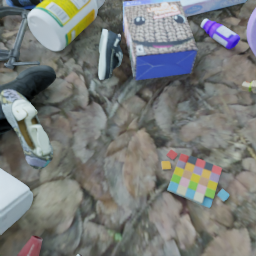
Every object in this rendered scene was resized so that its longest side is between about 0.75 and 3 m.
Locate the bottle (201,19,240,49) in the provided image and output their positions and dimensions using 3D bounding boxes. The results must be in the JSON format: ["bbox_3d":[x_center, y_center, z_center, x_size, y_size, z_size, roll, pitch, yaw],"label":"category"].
[{"bbox_3d":[3.103,-3.238,9.544,0.566,0.443,1.356,-34,66,-31],"label":"bottle"}]

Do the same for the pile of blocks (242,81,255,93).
[{"bbox_3d":[3.795,-1.246,8.239,0.899,0.369,0.279,12,66,54],"label":"pile of blocks"}]

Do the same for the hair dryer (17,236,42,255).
[{"bbox_3d":[-2.691,2.940,5.863,1.964,0.534,1.496,-26,93,-17],"label":"hair dryer"}]

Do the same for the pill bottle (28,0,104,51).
[{"bbox_3d":[-1.949,-3.888,9.333,1.449,1.449,2.570,30,65,15],"label":"pill bottle"}]

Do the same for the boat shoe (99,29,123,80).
[{"bbox_3d":[-0.502,-2.290,8.580,0.721,0.904,2.390,9,48,-12],"label":"boat shoe"}]

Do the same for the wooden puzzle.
[{"bbox_3d":[1.709,1.312,7.230,1.877,0.132,1.113,21,63,11],"label":"wooden puzzle"}]

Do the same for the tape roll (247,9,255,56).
[{"bbox_3d":[4.728,-2.920,8.323,2.158,2.158,0.917,16,29,9],"label":"tape roll"}]

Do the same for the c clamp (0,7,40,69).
[{"bbox_3d":[-3.967,-3.119,9.534,2.428,0.385,2.842,-4,64,6],"label":"c clamp"}]

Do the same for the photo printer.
[{"bbox_3d":[-3.961,1.517,6.167,2.797,0.971,2.327,28,33,15],"label":"photo printer"}]

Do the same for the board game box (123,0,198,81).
[{"bbox_3d":[0.923,-2.873,8.952,1.868,1.135,2.343,-8,62,-5],"label":"board game box"}]

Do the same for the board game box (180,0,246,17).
[{"bbox_3d":[2.719,-5.612,10.768,2.748,0.596,2.735,-16,62,-9],"label":"board game box"}]

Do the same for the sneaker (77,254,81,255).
[{"bbox_3d":[-0.985,3.227,6.108,0.342,0.319,0.862,-34,60,-7],"label":"sneaker"}]

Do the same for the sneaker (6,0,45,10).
[{"bbox_3d":[-3.593,-4.766,10.206,1.988,0.774,0.697,11,62,6],"label":"sneaker"}]

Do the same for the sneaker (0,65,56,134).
[{"bbox_3d":[-3.254,-0.589,7.904,2.918,0.876,1.522,-24,64,-7],"label":"sneaker"}]

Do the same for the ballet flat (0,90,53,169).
[{"bbox_3d":[-2.502,-0.074,7.153,0.814,0.814,2.262,-25,87,-13],"label":"ballet flat"}]
